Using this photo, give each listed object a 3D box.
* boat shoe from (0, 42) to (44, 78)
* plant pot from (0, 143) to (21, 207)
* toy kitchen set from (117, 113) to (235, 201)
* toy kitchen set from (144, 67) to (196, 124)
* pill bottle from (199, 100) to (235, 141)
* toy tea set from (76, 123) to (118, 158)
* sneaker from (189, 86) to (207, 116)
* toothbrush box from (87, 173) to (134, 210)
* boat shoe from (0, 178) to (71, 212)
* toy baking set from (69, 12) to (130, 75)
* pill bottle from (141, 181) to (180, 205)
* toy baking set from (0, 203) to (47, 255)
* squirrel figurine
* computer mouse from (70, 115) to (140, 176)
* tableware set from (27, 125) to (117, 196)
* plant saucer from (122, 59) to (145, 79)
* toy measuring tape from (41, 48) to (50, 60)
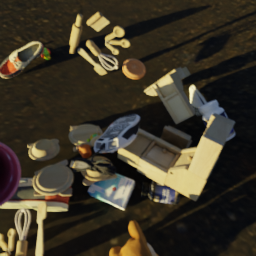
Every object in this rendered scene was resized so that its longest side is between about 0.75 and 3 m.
[{"bbox_3d":[-3.640,-2.330,9.504,1.777,0.556,0.633,-36,102,-7],"label":"boat shoe"},{"bbox_3d":[-3.303,0.945,6.139,1.353,1.512,1.512,6,49,52],"label":"plant pot"},{"bbox_3d":[1.272,0.109,7.172,2.323,2.096,1.895,27,47,18],"label":"toy kitchen set"},{"bbox_3d":[1.389,-0.929,8.796,1.396,1.262,1.547,58,36,-2],"label":"toy kitchen set"},{"bbox_3d":[2.575,-0.180,8.180,0.668,0.668,1.154,-30,94,-16],"label":"pill bottle"},{"bbox_3d":[-0.716,0.300,7.835,1.505,0.895,0.557,-13,47,-22],"label":"toy tea set"},{"bbox_3d":[2.162,-0.886,8.926,0.479,0.455,1.190,-39,41,21],"label":"sneaker"},{"bbox_3d":[-0.435,1.615,7.465,1.035,0.441,0.758,21,67,12],"label":"toothbrush box"},{"bbox_3d":[-2.860,1.594,7.178,2.788,0.992,0.872,4,65,-2],"label":"boat shoe"},{"bbox_3d":[-0.963,-2.473,8.651,1.743,2.271,0.264,19,54,-15],"label":"toy baking set"},{"bbox_3d":[0.853,1.692,7.393,0.973,0.544,0.544,7,60,3],"label":"pill bottle"},{"bbox_3d":[-2.515,2.793,6.362,2.161,0.251,1.658,-45,52,6],"label":"toy baking set"},{"bbox_3d":[-0.124,3.255,5.779,1.736,1.316,1.860,-32,20,1],"label":"squirrel figurine"},{"bbox_3d":[-0.326,0.400,6.720,1.266,0.506,2.308,-8,25,37],"label":"computer mouse"},{"bbox_3d":[-1.568,0.802,7.663,2.171,0.302,2.599,-12,41,-16],"label":"tableware set"},{"bbox_3d":[0.208,-1.995,9.384,0.796,0.128,0.796,6,65,-13],"label":"plant saucer"},{"bbox_3d":[-3.088,-2.829,10.148,0.366,0.366,0.994,-31,64,-17],"label":"toy measuring tape"}]
